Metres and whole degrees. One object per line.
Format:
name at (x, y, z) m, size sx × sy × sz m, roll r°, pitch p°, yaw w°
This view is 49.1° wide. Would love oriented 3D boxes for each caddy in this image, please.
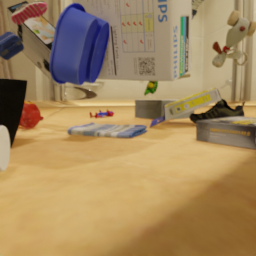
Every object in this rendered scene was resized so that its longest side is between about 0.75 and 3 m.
caddy at (-1.250, -1.945, 6.795) m, size 1.026 × 1.955 × 1.382 m, roll 21°, pitch 18°, yaw 14°

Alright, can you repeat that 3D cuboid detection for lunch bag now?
lunch bag at (-3.391, -2.345, 8.005) m, size 0.796 × 0.541 × 0.527 m, roll -42°, pitch 52°, yaw -14°

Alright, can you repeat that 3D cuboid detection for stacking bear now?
stacking bear at (-4.460, -0.658, 10.924) m, size 2.453 × 1.395 × 1.490 m, roll 15°, pitch 9°, yaw 26°

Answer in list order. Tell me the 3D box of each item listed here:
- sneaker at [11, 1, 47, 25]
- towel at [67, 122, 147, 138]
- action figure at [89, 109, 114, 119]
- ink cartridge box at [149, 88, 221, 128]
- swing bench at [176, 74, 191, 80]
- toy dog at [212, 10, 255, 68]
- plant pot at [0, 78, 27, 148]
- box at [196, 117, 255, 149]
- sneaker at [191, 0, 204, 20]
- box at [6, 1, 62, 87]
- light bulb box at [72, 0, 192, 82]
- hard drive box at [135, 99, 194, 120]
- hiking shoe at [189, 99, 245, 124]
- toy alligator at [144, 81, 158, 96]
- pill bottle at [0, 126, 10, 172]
sneaker at (-2.371, -2.856, 6.759) m, size 0.978 × 0.428 × 0.361 m, roll -16°, pitch -39°, yaw 19°
towel at (-0.664, 0.062, 9.299) m, size 2.301 × 0.274 × 1.690 m, roll 3°, pitch 8°, yaw 22°
action figure at (-1.335, -0.787, 15.500) m, size 0.618 × 0.488 × 1.888 m, roll 1°, pitch 4°, yaw 31°
ink cartridge box at (2.191, -0.894, 11.750) m, size 2.833 × 0.666 × 2.799 m, roll -18°, pitch 4°, yaw 8°
swing bench at (1.778, -3.562, 13.094) m, size 1.714 × 2.628 × 2.642 m, roll -1°, pitch 10°, yaw 23°
toy dog at (3.999, -3.226, 10.685) m, size 1.487 × 2.255 × 1.086 m, roll 9°, pitch 35°, yaw 14°
plant pot at (-3.562, -0.274, 6.294) m, size 1.901 × 1.686 × 1.896 m, roll 1°, pitch 8°, yaw 14°
box at (3.425, 0.064, 7.937) m, size 2.436 × 0.589 × 1.929 m, roll -6°, pitch 9°, yaw -41°
sneaker at (1.906, -3.458, 7.946) m, size 0.463 × 0.841 × 1.149 m, roll 5°, pitch 3°, yaw -22°
box at (-2.688, -2.590, 8.719) m, size 0.721 × 2.399 × 1.399 m, roll -38°, pitch -13°, yaw -29°
light bulb box at (0.168, -2.781, 7.602) m, size 2.810 × 2.785 × 1.753 m, roll 7°, pitch 24°, yaw 27°
hard drive box at (1.963, -1.030, 15.004) m, size 2.602 × 0.999 × 2.028 m, roll -6°, pitch 9°, yaw -38°
hiking shoe at (3.568, -0.620, 11.284) m, size 2.222 × 1.118 × 0.841 m, roll 4°, pitch 8°, yaw 31°
toy alligator at (0.979, -1.728, 10.668) m, size 0.395 × 1.456 × 0.432 m, roll 23°, pitch -31°, yaw -2°
pill bottle at (-2.778, 0.344, 4.230) m, size 1.728 × 0.970 × 0.970 m, roll 0°, pitch 7°, yaw -10°
